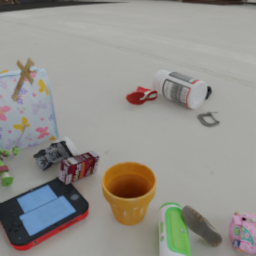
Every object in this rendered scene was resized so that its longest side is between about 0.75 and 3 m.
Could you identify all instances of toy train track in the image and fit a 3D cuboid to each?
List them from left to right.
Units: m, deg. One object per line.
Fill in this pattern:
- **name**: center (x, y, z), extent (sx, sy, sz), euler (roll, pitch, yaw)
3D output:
- **toy train track**: center (-2.371, -1.077, 6.399), extent (0.702, 1.224, 0.199), euler (51, 34, 18)

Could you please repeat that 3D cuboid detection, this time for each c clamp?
- **c clamp**: center (3.656, -0.434, 12.423), extent (1.043, 0.165, 1.221), euler (-2, 32, -2)

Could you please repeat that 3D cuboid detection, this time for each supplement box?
- **supplement box**: center (-1.550, 1.252, 9.006), extent (0.399, 0.714, 1.311), euler (33, 32, 33)

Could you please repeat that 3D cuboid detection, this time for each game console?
- **game console**: center (-2.426, 2.295, 7.983), extent (2.223, 0.345, 1.966), euler (-21, 38, -31)

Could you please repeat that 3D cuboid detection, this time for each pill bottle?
- **pill bottle**: center (2.452, -1.948, 13.658), extent (1.377, 1.377, 2.418), euler (-26, 41, -35)

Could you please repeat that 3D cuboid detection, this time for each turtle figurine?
- **turtle figurine**: center (-4.310, 0.840, 9.018), extent (1.991, 1.433, 1.931), euler (-38, 54, 10)

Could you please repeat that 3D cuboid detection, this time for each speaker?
- **speaker**: center (1.121, 2.716, 6.942), extent (0.770, 0.770, 1.740), euler (2, 33, 3)

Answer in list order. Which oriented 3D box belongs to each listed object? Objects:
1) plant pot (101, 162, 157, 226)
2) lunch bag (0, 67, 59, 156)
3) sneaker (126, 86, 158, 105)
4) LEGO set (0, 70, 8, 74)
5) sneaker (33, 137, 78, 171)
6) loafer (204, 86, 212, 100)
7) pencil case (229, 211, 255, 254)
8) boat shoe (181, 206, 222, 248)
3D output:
- **plant pot**: center (0.030, 1.891, 7.688), extent (1.452, 1.329, 1.452), euler (-1, 33, 0)
- **lunch bag**: center (-4.056, -0.766, 10.456), extent (2.400, 2.830, 1.799), euler (-19, 38, -26)
- **sneaker**: center (0.478, -1.626, 13.978), extent (1.829, 0.717, 1.057), euler (-7, 23, -33)
- **LEGO set**: center (-6.670, -2.586, 15.180), extent (2.222, 0.848, 0.912), euler (24, 39, 35)
- **sneaker**: center (-2.449, 0.932, 9.341), extent (1.148, 0.761, 2.017), euler (-36, 13, -28)
- **loafer**: center (4.092, -1.904, 14.457), extent (0.436, 0.451, 1.285), euler (13, 35, 19)
- **pencil case**: center (3.668, 2.625, 6.884), extent (2.271, 0.993, 0.993), euler (5, 33, 6)
- **boat shoe**: center (1.839, 2.503, 7.200), extent (0.478, 1.284, 0.471), euler (-42, -1, 3)
